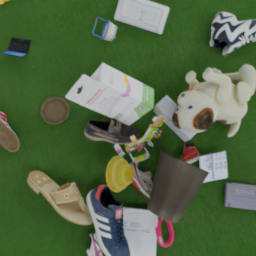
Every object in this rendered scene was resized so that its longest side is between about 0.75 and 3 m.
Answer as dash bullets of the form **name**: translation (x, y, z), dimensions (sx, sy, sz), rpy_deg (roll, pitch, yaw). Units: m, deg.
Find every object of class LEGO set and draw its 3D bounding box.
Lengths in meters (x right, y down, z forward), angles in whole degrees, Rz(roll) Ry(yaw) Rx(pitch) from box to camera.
- **LEGO set**: translation (0.590, 0.523, 9.827), dimensions (2.083, 0.958, 0.775), rpy_deg (-34, 50, 6)

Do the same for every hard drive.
- **hard drive**: translation (0.224, 4.056, 9.880), dimensions (1.532, 0.310, 2.322), rpy_deg (4, 80, 6)

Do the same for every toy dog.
- **toy dog**: translation (2.768, -0.801, 9.780), dimensions (2.804, 1.956, 2.718), rpy_deg (-21, 115, -31)

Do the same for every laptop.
- **laptop**: translation (-4.453, -3.226, 11.166), dimensions (0.829, 0.483, 0.936), rpy_deg (10, 80, 1)

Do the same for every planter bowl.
- **planter bowl**: translation (-0.158, 1.500, 9.034), dimensions (0.492, 1.180, 1.180), rpy_deg (-3, 77, 36)

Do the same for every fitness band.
- **fitness band**: translation (1.277, 3.624, 9.812), dimensions (0.201, 0.773, 1.076), rpy_deg (-12, 92, 43)

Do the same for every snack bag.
- **snack bag**: translation (3.106, 1.438, 10.246), dimensions (1.122, 0.120, 1.058), rpy_deg (-8, 99, -13)

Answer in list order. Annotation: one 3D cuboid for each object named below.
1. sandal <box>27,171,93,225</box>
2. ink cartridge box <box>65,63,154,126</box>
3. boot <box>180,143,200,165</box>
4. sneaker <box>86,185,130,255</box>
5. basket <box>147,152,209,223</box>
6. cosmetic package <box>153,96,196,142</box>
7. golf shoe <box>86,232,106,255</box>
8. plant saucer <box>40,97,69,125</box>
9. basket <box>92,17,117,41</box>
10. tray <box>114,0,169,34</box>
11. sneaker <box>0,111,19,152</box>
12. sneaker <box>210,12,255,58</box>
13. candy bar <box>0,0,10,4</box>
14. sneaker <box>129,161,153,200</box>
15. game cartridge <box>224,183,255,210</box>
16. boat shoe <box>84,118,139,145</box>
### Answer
- **sandal**: translation (-2.241, 2.214, 9.738), dimensions (2.860, 1.049, 0.941), rpy_deg (33, 115, 10)
- **ink cartridge box**: translation (-0.614, -1.185, 9.618), dimensions (2.658, 1.557, 0.895), rpy_deg (23, 54, -27)
- **boot**: translation (2.042, 1.045, 10.473), dimensions (1.163, 0.421, 0.839), rpy_deg (-25, 67, 2)
- **sneaker**: translation (-0.486, 3.138, 9.349), dimensions (1.127, 1.000, 2.668), rpy_deg (-41, 68, 32)
- **basket**: translation (1.466, 1.971, 9.150), dimensions (1.713, 1.292, 1.900), rpy_deg (24, 88, 12)
- **cosmetic package**: translation (1.787, -0.321, 10.436), dimensions (0.614, 0.874, 1.724), rpy_deg (-43, 83, -8)
- **golf shoe**: translation (-1.087, 4.436, 9.761), dimensions (0.706, 0.556, 1.532), rpy_deg (-5, 71, 3)
- **plant saucer**: translation (-2.829, -0.660, 10.862), dimensions (1.109, 0.163, 1.109), rpy_deg (0, 79, 0)
- **basket**: translation (-0.941, -3.896, 11.171), dimensions (0.887, 0.617, 0.782), rpy_deg (21, 78, -27)
- **tray**: translation (0.548, -4.583, 11.178), dimensions (2.044, 0.227, 1.097), rpy_deg (16, 100, -4)
- **sneaker**: translation (-4.707, 0.049, 10.585), dimensions (0.638, 1.007, 1.791), rpy_deg (-32, 111, -8)
- **sneaker**: translation (4.399, -3.368, 10.923), dimensions (2.563, 1.023, 1.668), rpy_deg (20, 82, 4)
- **candy bar**: translation (-4.522, -5.862, 11.777), dimensions (2.135, 0.237, 0.532), rpy_deg (-29, 81, -4)
- **sneaker**: translation (0.669, 2.001, 10.075), dimensions (1.956, 0.761, 0.803), rpy_deg (44, 81, 7)
- **game cartridge**: translation (4.232, 2.509, 10.255), dimensions (1.366, 0.262, 0.885), rpy_deg (7, 76, 1)
- **boat shoe**: translation (-0.561, 0.100, 10.093), dimensions (2.032, 0.745, 0.757), rpy_deg (3, 46, -8)
